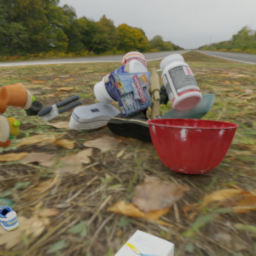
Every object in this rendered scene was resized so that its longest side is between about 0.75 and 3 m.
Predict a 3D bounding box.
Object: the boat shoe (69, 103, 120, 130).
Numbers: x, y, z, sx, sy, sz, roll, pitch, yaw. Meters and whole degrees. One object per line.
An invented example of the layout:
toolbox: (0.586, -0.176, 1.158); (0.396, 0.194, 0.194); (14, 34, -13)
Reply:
boat shoe: (-1.473, -0.463, 12.488); (2.808, 0.918, 1.033); (-5, 48, -49)

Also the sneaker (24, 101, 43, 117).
sneaker: (-3.670, -0.814, 9.990); (1.237, 0.709, 0.473); (29, 44, -7)

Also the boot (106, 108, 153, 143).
boot: (0.632, -0.504, 11.220); (2.731, 1.058, 1.889); (14, 52, 37)

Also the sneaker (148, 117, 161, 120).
sneaker: (1.254, -0.388, 13.091); (0.349, 0.314, 0.848); (35, 31, 23)

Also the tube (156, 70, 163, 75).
tube: (1.790, -2.301, 11.688); (1.515, 0.440, 0.393); (-1, 50, -39)

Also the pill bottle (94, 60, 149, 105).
pill bottle: (-0.318, -1.902, 12.297); (2.280, 1.320, 1.320); (-23, 4, 31)

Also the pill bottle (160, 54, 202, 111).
pill bottle: (1.670, -1.497, 9.137); (0.979, 1.690, 0.979); (-13, -24, -6)

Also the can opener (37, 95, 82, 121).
can opener: (-2.149, -0.630, 8.801); (1.407, 0.375, 0.470); (-24, -1, 5)

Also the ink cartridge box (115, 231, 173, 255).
ink cartridge box: (0.211, 2.278, 4.438); (0.705, 0.718, 0.975); (11, 21, 30)

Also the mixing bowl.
mixing bowl: (1.862, 0.521, 8.420); (2.630, 1.424, 2.630); (1, 8, 0)

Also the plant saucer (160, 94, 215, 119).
plant saucer: (2.267, -0.468, 10.541); (2.377, 0.458, 2.377); (-22, -15, -6)

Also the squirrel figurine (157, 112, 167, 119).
squirrel figurine: (1.901, -0.238, 12.238); (1.324, 1.004, 1.418); (-13, 8, -5)

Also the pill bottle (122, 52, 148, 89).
pill bottle: (0.359, -2.670, 14.012); (1.229, 1.229, 2.152); (-1, 51, -4)

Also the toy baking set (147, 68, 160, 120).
toy baking set: (0.923, -1.345, 11.224); (0.301, 1.989, 2.591); (1, 58, -6)

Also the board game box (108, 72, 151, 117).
board game box: (0.302, -1.489, 10.833); (1.665, 1.666, 0.514); (-24, 5, -25)

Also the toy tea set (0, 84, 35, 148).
toy tea set: (-3.554, -0.329, 8.279); (2.837, 1.687, 1.050); (-13, -3, 41)

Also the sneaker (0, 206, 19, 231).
sneaker: (-2.789, 1.885, 6.171); (1.002, 0.412, 0.370); (9, 22, 31)

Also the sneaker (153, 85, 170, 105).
sneaker: (1.681, -1.457, 10.896); (1.796, 0.687, 1.029); (-30, 23, 37)
